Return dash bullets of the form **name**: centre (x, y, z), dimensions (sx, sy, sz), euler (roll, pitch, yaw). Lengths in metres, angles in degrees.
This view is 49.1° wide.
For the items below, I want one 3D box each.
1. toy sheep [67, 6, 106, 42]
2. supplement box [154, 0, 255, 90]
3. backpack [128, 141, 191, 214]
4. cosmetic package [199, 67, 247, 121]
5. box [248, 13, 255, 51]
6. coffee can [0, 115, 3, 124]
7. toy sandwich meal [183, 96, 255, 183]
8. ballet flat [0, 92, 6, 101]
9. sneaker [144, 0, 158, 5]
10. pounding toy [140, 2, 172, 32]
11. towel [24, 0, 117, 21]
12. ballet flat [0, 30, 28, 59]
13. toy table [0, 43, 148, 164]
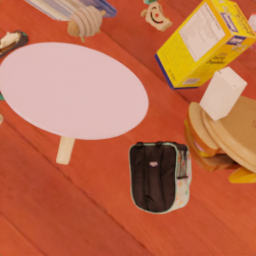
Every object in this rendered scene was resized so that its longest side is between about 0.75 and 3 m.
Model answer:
- **toy sheep**: centre (-1.025, -2.631, 6.970), dimensions (1.130, 0.779, 0.779), euler (-41, 84, -21)
- **supplement box**: centre (1.796, -1.936, 6.789), dimensions (1.113, 2.033, 1.106), euler (-9, 69, -39)
- **backpack**: centre (0.742, 1.124, 6.355), dimensions (1.355, 1.182, 1.541), euler (-4, 78, 36)
- **cosmetic package**: centre (1.909, -0.676, 5.728), dimensions (0.396, 0.976, 0.551), euler (-21, 61, -25)
- **box**: centre (3.700, -2.380, 7.036), dimensions (0.785, 1.657, 0.850), euler (18, 102, -17)
- **coffee can**: centre (-2.909, -0.369, 5.442), dimensions (0.580, 0.793, 0.580), euler (-11, 38, 9)
- **toy sandwich meal**: centre (2.732, 0.316, 6.606), dimensions (2.928, 1.003, 2.928), euler (14, 41, -12)
- **ballet flat**: centre (-3.234, -0.783, 6.840), dimensions (0.313, 0.866, 0.294), euler (17, 110, 41)
- **sneaker**: centre (0.852, -3.723, 7.925), dimensions (0.844, 0.336, 0.327), euler (-27, 126, 8)
- **pounding toy**: centre (0.783, -2.909, 7.291), dimensions (0.891, 0.511, 0.510), euler (43, 115, 15)
- **towel**: centre (-1.750, -3.434, 7.471), dimensions (2.556, 1.877, 0.304), euler (14, 88, 36)
- **ballet flat**: centre (-4.325, -2.828, 9.595), dimensions (1.822, 0.666, 0.666), euler (-28, 84, -3)
- **toy table**: centre (-1.165, -0.591, 6.058), dimensions (2.823, 1.653, 2.595), euler (23, 72, -12)
